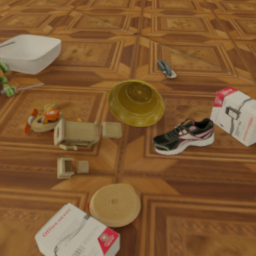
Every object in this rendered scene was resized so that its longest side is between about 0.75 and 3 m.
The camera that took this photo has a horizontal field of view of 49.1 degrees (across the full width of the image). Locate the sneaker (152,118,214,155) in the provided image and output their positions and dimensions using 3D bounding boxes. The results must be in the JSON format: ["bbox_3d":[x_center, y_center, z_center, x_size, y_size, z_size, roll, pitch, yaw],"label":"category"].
[{"bbox_3d":[1.886,0.146,9.593,2.315,1.000,0.930,-14,40,-16],"label":"sneaker"}]

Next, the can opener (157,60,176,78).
[{"bbox_3d":[1.895,-2.979,13.869,0.482,0.609,1.831,-9,35,-9],"label":"can opener"}]

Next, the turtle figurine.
[{"bbox_3d":[-5.711,-2.232,11.763,2.843,2.046,2.757,14,45,22],"label":"turtle figurine"}]

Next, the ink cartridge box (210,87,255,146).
[{"bbox_3d":[3.966,-0.430,10.024,0.767,1.336,1.840,-21,43,-24],"label":"ink cartridge box"}]

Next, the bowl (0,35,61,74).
[{"bbox_3d":[-5.103,-3.743,14.395,2.856,1.068,2.860,12,41,15],"label":"bowl"}]

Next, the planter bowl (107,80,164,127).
[{"bbox_3d":[0.349,-1.071,10.132,2.068,2.068,0.861,9,45,11],"label":"planter bowl"}]

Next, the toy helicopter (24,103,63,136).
[{"bbox_3d":[-3.162,-0.411,10.656,1.422,0.848,2.150,-13,29,-1],"label":"toy helicopter"}]

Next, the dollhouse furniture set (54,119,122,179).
[{"bbox_3d":[-1.324,0.770,9.202,2.007,1.116,1.775,4,72,-26],"label":"dollhouse furniture set"}]

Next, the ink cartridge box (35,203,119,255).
[{"bbox_3d":[-1.181,2.721,6.631,1.613,0.673,1.172,23,44,26],"label":"ink cartridge box"}]

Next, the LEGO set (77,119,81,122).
[{"bbox_3d":[-1.738,-0.078,10.343,0.969,0.398,0.370,7,37,8],"label":"LEGO set"}]

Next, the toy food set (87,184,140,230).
[{"bbox_3d":[-0.378,2.109,7.663,1.415,0.348,1.429,-13,40,-15],"label":"toy food set"}]
